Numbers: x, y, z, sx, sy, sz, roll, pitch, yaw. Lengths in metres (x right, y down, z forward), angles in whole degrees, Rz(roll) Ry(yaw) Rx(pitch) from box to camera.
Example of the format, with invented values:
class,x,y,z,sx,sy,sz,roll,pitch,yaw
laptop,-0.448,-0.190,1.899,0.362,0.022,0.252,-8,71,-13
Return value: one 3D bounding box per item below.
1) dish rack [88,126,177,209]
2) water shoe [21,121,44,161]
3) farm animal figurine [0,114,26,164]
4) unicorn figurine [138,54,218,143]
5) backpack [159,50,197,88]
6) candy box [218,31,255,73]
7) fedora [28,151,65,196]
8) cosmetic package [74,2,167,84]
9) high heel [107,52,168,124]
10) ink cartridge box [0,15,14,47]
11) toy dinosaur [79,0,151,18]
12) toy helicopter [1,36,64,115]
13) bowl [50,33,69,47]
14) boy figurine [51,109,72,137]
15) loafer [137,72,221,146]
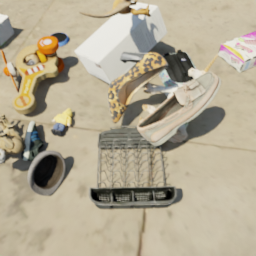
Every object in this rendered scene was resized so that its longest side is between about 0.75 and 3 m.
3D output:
class,x,y,z,sx,sy,sz,roll,pitch,yaw
dish rack,0.069,0.884,7.344,2.026,0.720,2.641,0,50,-2
water shoe,-2.687,0.406,7.990,0.531,0.481,1.346,16,45,-23
farm animal figurine,-3.428,0.434,7.553,1.743,0.919,1.763,0,36,30
unicorn figurine,1.414,-0.836,8.376,1.954,1.050,2.844,10,79,-1
backpack,1.657,-1.774,9.304,1.169,0.992,1.317,-15,56,-13
candy box,4.505,-2.890,10.503,1.818,0.555,1.240,-25,56,-18
fedora,-2.151,1.111,7.166,0.517,1.012,1.145,4,71,45
cosmetic package,-0.228,-2.895,9.441,2.778,1.127,1.567,-46,46,-9
high heel,0.227,-1.021,7.549,1.486,2.085,0.744,17,6,37
ink cartridge box,-5.868,-3.900,11.147,1.954,0.821,1.421,13,52,11
toy dinosaur,-0.133,-3.169,7.297,1.343,0.764,2.529,1,41,16
toy helicopter,-3.324,-1.707,9.219,1.965,1.172,2.972,0,56,0
bowl,-2.825,-3.578,11.318,0.835,0.164,0.835,0,51,0
boy figurine,-1.999,-0.202,8.485,0.605,0.313,0.973,10,50,12
loafer,1.221,-0.529,6.910,2.354,0.740,0.846,-46,32,14
